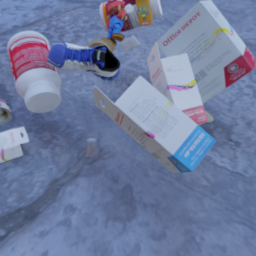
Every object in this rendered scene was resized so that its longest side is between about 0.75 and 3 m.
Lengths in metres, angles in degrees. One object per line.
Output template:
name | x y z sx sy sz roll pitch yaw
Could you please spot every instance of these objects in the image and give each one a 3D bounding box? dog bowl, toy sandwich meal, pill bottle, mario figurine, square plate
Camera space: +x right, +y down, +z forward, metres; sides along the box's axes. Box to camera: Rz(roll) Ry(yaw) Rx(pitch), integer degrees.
dog bowl | -4.137 -0.507 8.540 1.102 1.102 0.406 -9 65 -10
toy sandwich meal | -0.964 -2.694 9.952 1.109 1.109 0.380 10 35 11
pill bottle | 0.144 -5.229 12.623 2.596 1.466 1.466 -11 39 16
mario figurine | -0.298 -3.921 10.487 1.108 0.951 1.795 0 71 15
square plate | 0.077 -4.164 13.713 0.796 0.113 0.788 -28 55 0
pill bottle | -3.297 -1.964 9.989 1.550 1.550 2.762 -15 62 -16

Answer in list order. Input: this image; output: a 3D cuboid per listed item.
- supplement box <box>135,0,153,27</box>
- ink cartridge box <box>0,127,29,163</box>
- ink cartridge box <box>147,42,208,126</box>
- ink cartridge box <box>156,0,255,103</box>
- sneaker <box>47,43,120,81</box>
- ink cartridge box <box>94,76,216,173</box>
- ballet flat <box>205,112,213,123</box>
supplement box | 0.593 -4.793 10.892 0.523 1.572 0.541 -6 24 13
ink cartridge box | -4.531 0.685 10.246 1.756 0.592 1.022 -19 44 -19
ink cartridge box | 1.458 -1.256 8.881 0.916 1.580 2.713 -15 85 -9
ink cartridge box | 2.767 -2.749 9.917 2.768 2.012 2.002 51 35 -5
sneaker | -1.198 -2.129 8.380 2.266 1.309 0.915 13 83 -14
ink cartridge box | 0.519 -0.173 6.909 2.849 1.640 0.967 41 78 2
ballet flat | 2.672 -0.643 11.768 1.851 0.643 0.643 9 42 10
